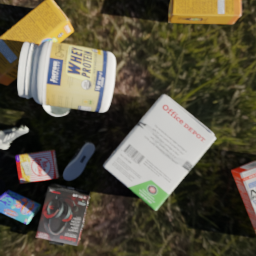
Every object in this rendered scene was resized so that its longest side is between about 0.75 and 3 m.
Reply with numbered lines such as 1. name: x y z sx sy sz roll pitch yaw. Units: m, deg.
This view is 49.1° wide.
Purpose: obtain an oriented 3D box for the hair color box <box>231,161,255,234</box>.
1. hair color box: 4.422 2.280 8.835 1.344 0.775 2.423 -22 90 -1

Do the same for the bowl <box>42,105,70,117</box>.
1. bowl: -2.296 -0.730 8.997 0.927 0.417 0.927 7 68 -17

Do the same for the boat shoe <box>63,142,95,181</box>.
1. boat shoe: -1.583 1.066 9.040 0.493 0.406 1.436 38 89 -23

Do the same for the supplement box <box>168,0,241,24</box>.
1. supplement box: 2.417 -3.794 8.982 2.176 0.724 0.748 -1 89 -1

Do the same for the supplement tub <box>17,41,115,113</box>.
1. supplement tub: -1.758 -1.483 8.166 2.524 1.822 1.822 7 89 -13

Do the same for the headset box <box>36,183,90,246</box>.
1. headset box: -2.036 2.794 8.826 1.319 0.665 1.774 14 89 -4

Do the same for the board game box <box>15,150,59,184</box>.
1. board game box: -2.942 1.256 9.079 1.211 0.281 0.918 -9 92 -1

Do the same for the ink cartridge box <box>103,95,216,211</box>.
1. ink cartridge box: 0.931 0.706 8.628 2.050 1.181 2.809 41 90 2

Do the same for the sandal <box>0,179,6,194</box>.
1. sandal: -4.972 1.765 9.005 1.951 0.440 0.733 9 89 0

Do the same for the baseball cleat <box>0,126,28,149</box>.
1. baseball cleat: -3.823 0.325 9.105 1.260 0.439 0.671 -8 103 4

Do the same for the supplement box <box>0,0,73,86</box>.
1. supplement box: -3.179 -2.662 8.832 2.944 0.979 1.013 -42 89 0

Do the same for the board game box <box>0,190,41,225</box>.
1. board game box: -3.464 2.455 8.752 1.182 0.899 0.266 25 101 0
